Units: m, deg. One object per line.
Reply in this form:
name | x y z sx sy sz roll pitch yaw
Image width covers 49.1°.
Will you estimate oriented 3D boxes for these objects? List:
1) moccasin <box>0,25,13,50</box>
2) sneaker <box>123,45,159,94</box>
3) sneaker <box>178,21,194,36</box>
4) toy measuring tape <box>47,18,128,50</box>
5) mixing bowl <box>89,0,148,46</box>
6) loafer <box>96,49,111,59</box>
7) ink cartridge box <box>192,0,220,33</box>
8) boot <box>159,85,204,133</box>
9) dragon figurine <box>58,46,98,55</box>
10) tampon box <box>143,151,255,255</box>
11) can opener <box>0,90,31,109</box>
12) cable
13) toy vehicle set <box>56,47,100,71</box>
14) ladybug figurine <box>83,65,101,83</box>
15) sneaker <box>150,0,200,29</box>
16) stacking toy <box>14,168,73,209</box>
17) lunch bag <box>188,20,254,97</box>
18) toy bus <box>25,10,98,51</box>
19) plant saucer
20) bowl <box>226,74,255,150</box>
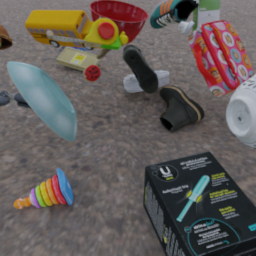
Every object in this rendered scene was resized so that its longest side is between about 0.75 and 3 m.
moccasin | -4.108 -2.479 8.235 0.854 0.902 2.335 -39 15 11
sneaker | 0.419 -2.033 9.435 0.710 1.857 1.064 -31 32 16
sneaker | 1.884 -3.350 9.364 0.406 0.419 1.147 32 5 -4
toy measuring tape | -1.065 -2.656 7.675 2.207 0.812 0.812 4 35 -15
mixing bowl | -0.446 -4.063 11.101 2.284 1.237 2.284 8 40 -7
loafer | -1.085 -3.511 12.682 1.006 0.339 0.383 -42 28 -1
ink cartridge box | 3.005 -4.313 10.810 0.902 1.737 0.515 -8 24 -9
boot | 1.626 -0.822 11.178 1.627 0.911 2.353 -25 42 -23
dragon figurine | -2.924 -4.546 16.064 2.368 0.697 1.177 -6 57 4
tampon box | 1.636 2.060 6.571 1.864 1.570 2.487 -10 37 -14
can opener | -3.432 -0.762 8.779 1.774 0.473 0.593 12 55 18
cable | 0.823 -2.091 12.420 2.064 0.714 2.064 -12 12 -14
toy vehicle set | -2.634 -3.635 14.963 2.011 0.267 1.250 18 51 7
ladybug figurine | -1.428 -2.213 11.353 0.361 0.682 1.005 -6 25 36
sneaker | 1.663 -4.316 10.508 0.881 2.469 0.987 20 64 -30
stacking toy | -2.350 1.863 7.649 1.536 0.843 0.891 -20 43 -9
lunch bag | 3.159 -2.415 9.798 2.245 2.549 1.044 -22 -3 -37
toy bus | -2.156 -3.464 9.797 2.741 1.073 0.892 11 67 24
plant saucer | -1.874 -0.742 6.784 0.458 2.380 2.380 -36 41 3
bowl | 2.837 -0.276 6.233 0.934 1.991 1.991 -9 37 -16
